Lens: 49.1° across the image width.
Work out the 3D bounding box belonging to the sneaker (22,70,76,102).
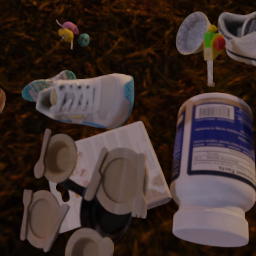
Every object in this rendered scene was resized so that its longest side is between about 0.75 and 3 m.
[{"bbox_3d":[-2.072,-1.024,7.316,1.437,0.656,0.558,-25,98,-29],"label":"sneaker"}]

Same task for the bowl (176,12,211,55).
[{"bbox_3d":[1.663,-2.183,6.689,0.470,1.002,1.002,10,56,-33],"label":"bowl"}]

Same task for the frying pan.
[{"bbox_3d":[-0.722,1.545,5.474,2.313,0.376,1.399,-15,60,40],"label":"frying pan"}]

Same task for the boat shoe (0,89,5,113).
[{"bbox_3d":[-4.607,-0.455,8.548,0.828,0.785,2.187,22,64,11],"label":"boat shoe"}]

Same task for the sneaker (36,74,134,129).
[{"bbox_3d":[-0.783,-0.437,4.792,0.923,2.285,0.874,9,80,-39],"label":"sneaker"}]

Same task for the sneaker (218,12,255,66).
[{"bbox_3d":[3.008,-1.707,5.583,2.649,1.066,1.012,26,82,41],"label":"sneaker"}]

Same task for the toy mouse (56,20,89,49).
[{"bbox_3d":[-1.251,-2.299,6.790,0.965,0.210,1.085,-15,59,-50],"label":"toy mouse"}]

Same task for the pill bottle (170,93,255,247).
[{"bbox_3d":[1.478,0.706,4.944,1.398,1.398,2.416,10,60,5],"label":"pill bottle"}]

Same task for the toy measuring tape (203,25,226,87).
[{"bbox_3d":[1.781,-1.475,5.727,0.443,1.205,0.443,-9,20,3],"label":"toy measuring tape"}]

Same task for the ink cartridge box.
[{"bbox_3d":[-0.602,1.310,7.743,2.940,0.839,2.389,-19,63,0],"label":"ink cartridge box"}]

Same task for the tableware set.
[{"bbox_3d":[-0.917,1.264,4.774,2.730,0.317,2.280,14,88,34],"label":"tableware set"}]
